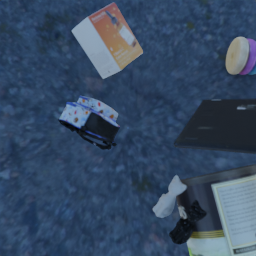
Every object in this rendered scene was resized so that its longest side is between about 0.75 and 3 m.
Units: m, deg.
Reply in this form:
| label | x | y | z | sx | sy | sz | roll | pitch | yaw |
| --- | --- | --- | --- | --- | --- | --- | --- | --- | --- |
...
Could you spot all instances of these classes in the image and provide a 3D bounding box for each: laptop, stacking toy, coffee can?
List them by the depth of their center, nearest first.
| label | x | y | z | sx | sy | sz | roll | pitch | yaw |
| --- | --- | --- | --- | --- | --- | --- | --- | --- | --- |
| coffee can | 1.960 | 2.035 | 5.480 | 1.704 | 1.704 | 2.329 | -12 | 77 | -3 |
| laptop | 2.879 | 0.334 | 5.723 | 2.790 | 1.727 | 2.980 | 2 | 30 | 33 |
| stacking toy | 4.563 | -2.079 | 8.776 | 2.697 | 1.151 | 1.151 | 8 | 76 | -4 |

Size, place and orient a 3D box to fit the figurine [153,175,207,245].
| label | x | y | z | sx | sy | sz | roll | pitch | yaw |
| --- | --- | --- | --- | --- | --- | --- | --- | --- | --- |
| figurine | 0.919 | 1.431 | 5.009 | 0.397 | 0.900 | 0.923 | -7 | 45 | -35 |

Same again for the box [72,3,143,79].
| label | x | y | z | sx | sy | sz | roll | pitch | yaw |
| --- | --- | --- | --- | --- | --- | --- | --- | --- | --- |
| box | -0.496 | -2.198 | 7.120 | 1.094 | 0.764 | 1.437 | -47 | 112 | -35 |

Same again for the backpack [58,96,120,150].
| label | x | y | z | sx | sy | sz | roll | pitch | yaw |
| --- | --- | --- | --- | --- | --- | --- | --- | --- | --- |
| backpack | -0.784 | -0.169 | 5.493 | 1.043 | 1.095 | 0.843 | 14 | 76 | 33 |
